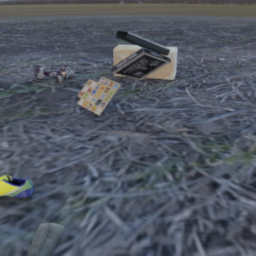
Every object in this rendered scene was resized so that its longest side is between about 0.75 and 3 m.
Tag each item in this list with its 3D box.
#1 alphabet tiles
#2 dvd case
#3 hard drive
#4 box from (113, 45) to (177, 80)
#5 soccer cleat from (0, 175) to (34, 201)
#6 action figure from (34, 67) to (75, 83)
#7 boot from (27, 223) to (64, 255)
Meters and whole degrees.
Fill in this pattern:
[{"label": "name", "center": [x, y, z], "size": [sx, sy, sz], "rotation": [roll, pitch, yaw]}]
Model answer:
[{"label": "alphabet tiles", "center": [-1.055, -1.137, 9.259], "size": [1.452, 0.055, 1.214], "rotation": [28, 80, 40]}, {"label": "dvd case", "center": [0.425, -1.962, 8.775], "size": [1.260, 0.207, 1.676], "rotation": [-26, -13, 33]}, {"label": "hard drive", "center": [0.439, -2.634, 8.698], "size": [1.487, 0.244, 1.037], "rotation": [13, 15, -25]}, {"label": "box", "center": [0.835, -3.150, 13.374], "size": [2.889, 1.372, 1.123], "rotation": [5, 27, 12]}, {"label": "soccer cleat", "center": [-2.561, 1.159, 5.639], "size": [1.314, 0.550, 0.425], "rotation": [0, 27, 1]}, {"label": "action figure", "center": [-3.353, -2.494, 12.932], "size": [1.830, 0.635, 1.190], "rotation": [0, 19, -7]}, {"label": "boot", "center": [-1.226, 1.941, 4.413], "size": [0.844, 0.337, 0.928], "rotation": [8, 21, 11]}]
